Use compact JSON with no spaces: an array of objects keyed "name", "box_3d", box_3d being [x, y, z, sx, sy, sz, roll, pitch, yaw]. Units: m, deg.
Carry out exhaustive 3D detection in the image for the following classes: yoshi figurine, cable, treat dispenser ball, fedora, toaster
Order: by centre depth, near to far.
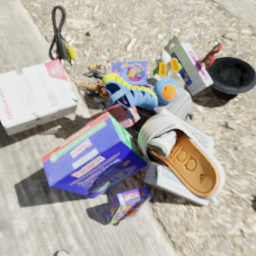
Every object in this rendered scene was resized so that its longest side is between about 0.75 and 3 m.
[{"name":"treat dispenser ball","box_3d":[1.131,-1.106,8.371,0.764,0.764,0.764,0,53,0]},{"name":"yoshi figurine","box_3d":[1.228,-1.986,9.294,0.872,0.869,1.552,29,17,-14]},{"name":"toaster","box_3d":[0.891,-0.663,9.521,2.573,1.462,1.662,28,52,29]},{"name":"cable","box_3d":[-2.376,-3.126,9.717,1.014,2.088,0.526,4,28,17]},{"name":"fedora","box_3d":[3.782,-1.758,10.635,2.148,0.981,2.148,2,49,-2]}]

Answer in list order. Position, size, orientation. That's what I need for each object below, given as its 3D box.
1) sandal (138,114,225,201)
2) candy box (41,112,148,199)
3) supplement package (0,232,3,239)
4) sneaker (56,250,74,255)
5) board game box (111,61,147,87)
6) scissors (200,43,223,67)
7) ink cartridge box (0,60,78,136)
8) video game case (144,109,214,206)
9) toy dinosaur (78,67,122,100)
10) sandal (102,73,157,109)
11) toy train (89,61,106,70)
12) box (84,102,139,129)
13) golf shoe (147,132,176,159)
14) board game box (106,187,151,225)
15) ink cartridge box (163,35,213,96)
[{"name":"sandal","box_3d":[0.924,0.392,6.264,1.150,0.860,3.001,-58,34,9]},{"name":"candy box","box_3d":[-0.747,0.874,7.386,1.994,2.358,0.908,-32,63,5]},{"name":"supplement package","box_3d":[-4.090,2.760,7.305,1.116,0.847,0.840,-32,59,-22]},{"name":"sneaker","box_3d":[-1.380,3.580,6.850,0.531,0.591,1.369,-27,57,-19]},{"name":"board game box","box_3d":[0.033,-1.761,9.221,1.161,0.260,0.780,0,87,12]},{"name":"scissors","box_3d":[2.621,-2.350,9.439,0.155,2.221,0.812,27,97,-4]},{"name":"ink cartridge box","box_3d":[-2.974,-0.978,8.794,2.282,0.945,1.672,-21,80,-23]},{"name":"video game case","box_3d":[1.566,0.874,7.983,2.320,0.275,2.112,28,62,-29]},{"name":"toy dinosaur","box_3d":[-0.647,-1.210,8.102,1.300,1.916,0.979,23,84,35]},{"name":"sandal","box_3d":[0.048,-0.779,7.392,1.663,0.661,0.724,17,53,-24]},{"name":"toy train","box_3d":[-1.296,-2.489,11.635,0.777,0.216,0.584,-30,46,-10]},{"name":"box","box_3d":[-0.515,-0.263,8.853,1.521,0.726,0.758,-20,11,29]},{"name":"golf shoe","box_3d":[0.741,0.287,5.830,0.483,1.235,0.600,36,89,7]},{"name":"board game box","box_3d":[-0.015,2.079,7.431,0.870,1.295,0.290,-9,55,-25]},{"name":"ink cartridge box","box_3d":[2.023,-2.150,9.613,0.375,0.957,2.021,-32,89,-21]}]
